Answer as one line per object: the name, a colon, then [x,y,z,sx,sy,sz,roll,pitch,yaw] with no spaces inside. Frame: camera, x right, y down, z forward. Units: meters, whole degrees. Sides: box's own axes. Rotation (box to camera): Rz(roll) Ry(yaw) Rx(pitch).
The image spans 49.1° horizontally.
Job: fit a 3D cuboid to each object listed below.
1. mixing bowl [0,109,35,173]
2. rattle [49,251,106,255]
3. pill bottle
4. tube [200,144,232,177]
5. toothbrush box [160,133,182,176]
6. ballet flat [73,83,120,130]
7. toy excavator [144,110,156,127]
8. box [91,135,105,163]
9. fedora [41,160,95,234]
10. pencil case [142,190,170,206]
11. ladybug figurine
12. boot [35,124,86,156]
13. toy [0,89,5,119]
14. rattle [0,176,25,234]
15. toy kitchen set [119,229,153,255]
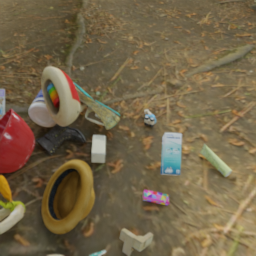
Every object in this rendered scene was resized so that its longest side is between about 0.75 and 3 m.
mixing bowl: [-4.209,0.669,9.980,1.309,2.417,2.417,33,37,-28]
rattle: [-1.691,3.620,7.095,2.655,1.897,1.729,-16,26,-6]
pill bottle: [-3.307,-1.225,12.234,1.262,1.262,2.272,7,46,7]
tube: [3.210,1.206,10.342,0.393,0.351,1.354,-50,59,13]
toothbrush box: [1.446,0.913,9.512,0.583,1.001,1.367,3,79,2]
ballet flat: [-1.650,-0.892,11.769,2.878,1.017,1.017,35,54,18]
toy excavator: [0.920,-0.461,12.065,0.770,0.396,0.792,19,40,24]
box: [-1.115,0.780,10.600,0.523,0.435,1.273,4,29,-5]
fedora: [-1.718,2.176,8.797,2.285,0.932,2.285,-19,56,29]
pencil case: [0.932,2.326,9.324,0.912,0.403,0.403,8,46,12]
ladybug figurine: [-2.529,-1.244,10.604,0.906,1.710,2.518,-11,67,-39]
boot: [-2.640,0.540,11.065,1.618,0.560,1.409,32,65,11]
toy: [-5.450,-0.807,11.226,0.879,1.526,0.360,2,2,-3]
rattle: [-4.165,2.593,8.170,1.957,1.398,1.274,-28,35,-8]
toy kitchen set: [0.211,3.390,8.352,0.750,0.612,0.677,20,14,33]
